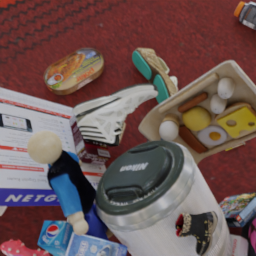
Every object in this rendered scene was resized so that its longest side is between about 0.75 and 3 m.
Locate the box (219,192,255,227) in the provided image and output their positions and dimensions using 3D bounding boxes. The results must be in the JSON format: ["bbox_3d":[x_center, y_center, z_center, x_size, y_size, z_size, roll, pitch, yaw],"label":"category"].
[{"bbox_3d":[2.591,2.021,6.882,0.966,1.415,0.267,-35,82,-22],"label":"box"}]

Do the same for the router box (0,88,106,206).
[{"bbox_3d":[-1.993,0.479,6.619,0.718,2.940,2.639,-43,53,27],"label":"router box"}]

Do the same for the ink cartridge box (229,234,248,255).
[{"bbox_3d":[2.151,2.923,6.645,1.143,0.480,0.834,-6,58,42],"label":"ink cartridge box"}]

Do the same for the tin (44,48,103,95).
[{"bbox_3d":[-1.801,-1.914,9.519,2.145,0.449,1.201,-34,64,-16],"label":"tin"}]

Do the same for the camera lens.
[{"bbox_3d":[0.764,1.801,5.987,2.176,2.720,2.176,-26,25,13],"label":"camera lens"}]

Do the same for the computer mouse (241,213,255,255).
[{"bbox_3d":[3.421,3.255,6.664,2.007,0.764,2.899,13,64,8],"label":"computer mouse"}]

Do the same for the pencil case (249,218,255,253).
[{"bbox_3d":[2.954,2.771,5.485,1.009,1.042,2.224,5,21,14],"label":"pencil case"}]

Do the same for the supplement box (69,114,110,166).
[{"bbox_3d":[-0.988,0.260,7.082,0.735,0.411,1.350,16,41,-41],"label":"supplement box"}]

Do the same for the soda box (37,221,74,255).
[{"bbox_3d":[-1.199,2.299,5.520,0.480,1.414,0.454,-3,51,14],"label":"soda box"}]

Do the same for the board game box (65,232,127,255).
[{"bbox_3d":[-0.635,2.479,4.897,1.029,0.224,1.034,20,74,-13],"label":"board game box"}]

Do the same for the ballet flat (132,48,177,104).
[{"bbox_3d":[1.078,-1.647,9.132,0.874,0.944,2.677,-18,67,-22],"label":"ballet flat"}]

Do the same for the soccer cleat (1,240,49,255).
[{"bbox_3d":[-2.330,2.898,6.297,1.269,0.423,0.485,7,104,17],"label":"soccer cleat"}]

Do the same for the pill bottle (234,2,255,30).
[{"bbox_3d":[4.737,-4.133,10.422,1.488,0.790,0.790,35,68,16],"label":"pill bottle"}]

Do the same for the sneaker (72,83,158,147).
[{"bbox_3d":[-0.162,-0.231,6.682,2.108,0.795,1.213,-19,84,-1],"label":"sneaker"}]

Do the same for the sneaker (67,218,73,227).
[{"bbox_3d":[-1.110,2.097,7.284,0.525,0.576,1.405,36,63,-23],"label":"sneaker"}]

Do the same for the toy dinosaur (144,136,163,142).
[{"bbox_3d":[1.151,0.048,7.429,1.473,1.624,0.853,-11,25,-5],"label":"toy dinosaur"}]

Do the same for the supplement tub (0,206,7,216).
[{"bbox_3d":[-4.377,1.434,7.065,2.370,1.718,1.718,3,63,1],"label":"supplement tub"}]

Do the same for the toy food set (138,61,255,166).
[{"bbox_3d":[1.734,0.007,5.969,1.898,2.645,0.799,41,46,-17],"label":"toy food set"}]

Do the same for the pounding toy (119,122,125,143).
[{"bbox_3d":[-0.496,-0.044,7.965,0.714,0.552,0.776,17,85,7],"label":"pounding toy"}]

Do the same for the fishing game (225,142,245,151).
[{"bbox_3d":[2.944,0.038,8.640,0.962,0.209,1.344,-14,64,-10],"label":"fishing game"}]

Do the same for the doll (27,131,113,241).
[{"bbox_3d":[-0.969,1.313,5.315,0.714,2.946,2.010,-22,26,-1],"label":"doll"}]

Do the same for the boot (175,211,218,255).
[{"bbox_3d":[1.105,1.779,4.717,0.645,0.856,0.313,7,20,-17],"label":"boot"}]
